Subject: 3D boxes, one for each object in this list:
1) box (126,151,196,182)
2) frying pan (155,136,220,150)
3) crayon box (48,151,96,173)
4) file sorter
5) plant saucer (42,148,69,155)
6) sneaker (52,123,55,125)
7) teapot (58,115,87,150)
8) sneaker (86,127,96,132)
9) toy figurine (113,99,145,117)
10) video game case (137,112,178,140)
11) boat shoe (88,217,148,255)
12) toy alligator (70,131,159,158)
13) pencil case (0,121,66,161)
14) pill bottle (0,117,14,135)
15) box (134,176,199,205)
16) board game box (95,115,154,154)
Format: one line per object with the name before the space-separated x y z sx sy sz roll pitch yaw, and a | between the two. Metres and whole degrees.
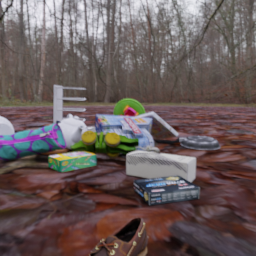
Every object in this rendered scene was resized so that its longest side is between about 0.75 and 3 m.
box | 0.839 1.018 7.362 1.733 0.593 0.712 4 8 28
frying pan | 2.670 0.557 12.087 1.621 0.436 2.679 -7 13 -41
crayon box | -1.670 0.995 8.453 1.244 0.362 0.739 -6 9 -40
file sorter | -3.283 -1.059 15.999 1.629 2.616 1.815 1 7 -5
plant saucer | -2.801 0.832 10.522 1.176 0.190 1.176 1 6 0
sneaker | -3.779 0.327 12.928 0.617 0.651 1.613 45 27 8
teapot | -2.167 0.109 10.826 1.574 1.149 1.553 19 7 17
sneaker | -2.319 0.266 14.045 0.869 0.554 1.503 -6 2 20
toy figurine | -0.338 -0.072 13.273 1.651 2.199 2.024 36 30 -2
video game case | 1.162 -0.051 12.494 1.569 0.197 1.724 39 -23 -19
boat shoe | -0.206 1.556 3.472 0.501 0.501 1.424 5 10 28
toy alligator | -0.422 0.495 9.105 2.869 0.689 0.951 4 -35 -1
pencil case | -3.140 0.451 9.049 2.143 0.912 0.990 -12 -21 7
pill bottle | -5.244 0.193 10.822 1.361 1.361 2.450 -5 9 -37
box | 0.807 1.335 6.107 1.162 0.267 0.924 -2 7 -17
board game box | 0.073 0.163 10.869 2.303 0.711 2.305 -3 24 -19
